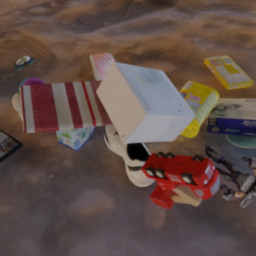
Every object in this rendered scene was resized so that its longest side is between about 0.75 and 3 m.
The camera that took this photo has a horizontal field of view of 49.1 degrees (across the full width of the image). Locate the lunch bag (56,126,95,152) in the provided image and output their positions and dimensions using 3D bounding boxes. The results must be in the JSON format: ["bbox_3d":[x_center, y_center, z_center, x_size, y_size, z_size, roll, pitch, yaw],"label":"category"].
[{"bbox_3d":[-1.714,-0.345,9.740,1.105,1.475,1.735,25,50,24],"label":"lunch bag"}]

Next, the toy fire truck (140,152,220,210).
[{"bbox_3d":[1.256,1.424,6.922,2.557,1.803,0.623,-1,43,53],"label":"toy fire truck"}]

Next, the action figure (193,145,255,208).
[{"bbox_3d":[3.080,1.378,8.350,1.473,0.786,2.264,-45,48,-12],"label":"action figure"}]

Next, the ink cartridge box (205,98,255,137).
[{"bbox_3d":[3.918,-0.450,10.304,1.858,0.378,1.862,4,41,27],"label":"ink cartridge box"}]

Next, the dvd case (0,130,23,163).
[{"bbox_3d":[-4.983,0.594,9.687,2.193,0.192,1.564,25,48,24],"label":"dvd case"}]

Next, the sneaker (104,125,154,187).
[{"bbox_3d":[0.035,0.517,9.103,1.054,1.143,2.859,-22,46,-20],"label":"sneaker"}]

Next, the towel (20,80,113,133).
[{"bbox_3d":[-1.919,-0.703,8.931,2.790,0.317,2.010,-7,50,-18],"label":"towel"}]

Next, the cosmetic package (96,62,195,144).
[{"bbox_3d":[0.527,-0.766,8.819,2.188,1.345,2.182,-2,50,-40],"label":"cosmetic package"}]

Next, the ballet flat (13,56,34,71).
[{"bbox_3d":[-5.027,-3.207,13.519,0.444,0.444,1.214,24,48,23],"label":"ballet flat"}]

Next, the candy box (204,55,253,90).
[{"bbox_3d":[4.586,-2.609,12.953,1.230,0.318,2.406,-11,44,-8],"label":"candy box"}]

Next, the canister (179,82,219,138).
[{"bbox_3d":[2.281,-0.736,10.303,1.470,0.856,1.979,26,58,27],"label":"canister"}]

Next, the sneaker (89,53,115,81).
[{"bbox_3d":[-1.079,-2.798,12.773,1.147,0.826,2.195,-12,41,-5],"label":"sneaker"}]

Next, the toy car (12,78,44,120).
[{"bbox_3d":[-3.489,-1.183,10.644,1.683,1.442,1.923,-26,49,-24],"label":"toy car"}]

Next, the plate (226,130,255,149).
[{"bbox_3d":[4.622,0.098,9.571,2.436,0.311,2.436,-21,21,8],"label":"plate"}]
